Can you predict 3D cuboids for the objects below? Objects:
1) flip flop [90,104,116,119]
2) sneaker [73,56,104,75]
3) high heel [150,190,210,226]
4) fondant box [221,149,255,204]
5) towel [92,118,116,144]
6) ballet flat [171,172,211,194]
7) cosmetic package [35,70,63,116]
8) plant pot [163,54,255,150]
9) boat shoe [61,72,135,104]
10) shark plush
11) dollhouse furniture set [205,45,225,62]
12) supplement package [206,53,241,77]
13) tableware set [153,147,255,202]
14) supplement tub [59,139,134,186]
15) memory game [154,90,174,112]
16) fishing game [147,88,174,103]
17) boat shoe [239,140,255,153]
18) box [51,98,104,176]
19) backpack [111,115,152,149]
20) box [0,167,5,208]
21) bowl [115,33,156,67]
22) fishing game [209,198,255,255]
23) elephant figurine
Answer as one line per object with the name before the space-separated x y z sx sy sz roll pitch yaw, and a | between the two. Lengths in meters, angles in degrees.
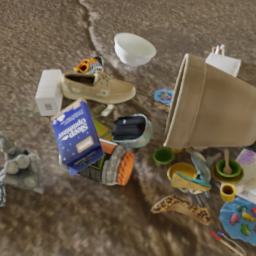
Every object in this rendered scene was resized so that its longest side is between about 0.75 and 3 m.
flip flop | -0.926 -0.608 9.426 1.385 0.399 0.561 4 61 57
sneaker | -1.611 -2.483 11.549 0.781 0.771 1.996 16 47 17
high heel | 1.393 2.251 7.312 1.442 0.515 1.028 -18 59 -13
fondant box | 3.504 1.348 8.040 1.057 0.427 1.465 23 48 35
towel | -1.153 0.002 9.218 1.833 0.166 0.789 36 37 14
ballet flat | 1.618 1.503 7.326 1.324 0.417 0.454 23 4 -29
cosmetic package | -2.847 -1.323 10.369 0.702 0.890 1.654 -4 45 -1
plant pot | 2.435 -0.530 7.958 2.331 2.687 2.687 12 48 4
boat shoe | -1.067 -1.578 10.453 2.791 0.907 1.007 3 49 -8
shark plush | 2.040 1.314 7.942 0.578 1.273 0.530 -8 -9 41
dollhouse furniture set | 3.560 -3.274 11.879 1.408 1.262 1.777 11 48 9
supplement package | 3.030 -1.427 9.992 1.109 1.558 2.000 22 50 19
tableware set | 2.055 1.091 8.063 1.816 0.414 2.696 -30 43 -20
supplement tub | -0.874 0.916 8.062 1.935 1.186 1.186 16 49 14
memory game | 1.624 -1.030 10.645 1.284 0.082 1.284 0 47 0
fishing game | 1.386 -1.250 10.676 1.214 0.189 0.869 21 47 20
boat shoe | 4.307 0.509 8.554 2.507 0.860 0.710 18 25 13
box | -1.390 0.204 7.490 1.131 0.303 1.867 -32 58 13
backpack | 0.183 0.125 8.794 1.160 0.873 1.030 -8 56 33
box | -4.006 1.766 7.884 0.995 0.270 1.243 -12 48 -11
bowl | 0.196 -3.214 11.991 1.837 0.826 1.837 14 41 -12
fishing game | 3.099 2.353 7.220 1.975 0.307 1.414 -34 46 -28
elephant figurine | -3.134 0.970 8.098 1.187 1.302 1.678 7 14 -33
